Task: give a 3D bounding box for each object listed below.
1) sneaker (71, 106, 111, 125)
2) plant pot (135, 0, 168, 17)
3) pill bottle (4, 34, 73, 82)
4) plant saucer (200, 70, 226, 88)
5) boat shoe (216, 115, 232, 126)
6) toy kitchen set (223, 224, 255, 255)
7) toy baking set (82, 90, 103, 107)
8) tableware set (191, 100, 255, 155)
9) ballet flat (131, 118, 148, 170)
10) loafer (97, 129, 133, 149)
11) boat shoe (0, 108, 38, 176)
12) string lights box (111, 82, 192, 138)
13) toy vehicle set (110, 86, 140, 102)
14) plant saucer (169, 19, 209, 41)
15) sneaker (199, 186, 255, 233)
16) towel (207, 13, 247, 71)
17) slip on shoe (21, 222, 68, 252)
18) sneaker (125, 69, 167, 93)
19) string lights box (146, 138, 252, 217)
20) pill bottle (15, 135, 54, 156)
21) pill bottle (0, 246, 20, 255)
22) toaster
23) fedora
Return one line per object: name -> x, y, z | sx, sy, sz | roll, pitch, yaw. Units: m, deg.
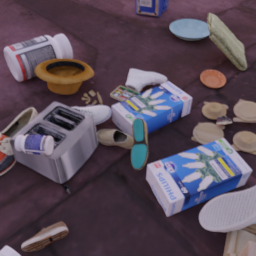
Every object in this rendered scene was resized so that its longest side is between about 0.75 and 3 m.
sneaker -> -1.625, -0.465, 10.443 | 1.984, 0.702, 0.724 | -10, 77, 8
plant pot -> 1.427, -8.188, 17.601 | 1.979, 1.979, 1.779 | 14, 53, 13
pill bottle -> -4.068, -3.308, 12.910 | 2.744, 1.590, 1.590 | -27, 51, -26
plant saucer -> 3.822, -2.178, 12.669 | 1.130, 0.212, 1.130 | 1, 54, -1
boat shoe -> 3.605, -0.303, 10.504 | 0.378, 0.340, 1.051 | -2, 6, 42
toy kitchen set -> 3.511, 2.746, 6.340 | 2.082, 2.303, 2.552 | 17, 46, 15
toy baking set -> -1.444, -1.037, 11.491 | 0.823, 0.125, 1.072 | -18, 75, -26
tableware set -> 3.796, -0.148, 10.573 | 2.370, 0.329, 2.838 | 11, 51, 18
ballet flat -> 0.405, 0.523, 9.095 | 0.594, 0.594, 1.679 | 0, 81, 0
loafer -> -0.487, 0.308, 9.833 | 1.573, 0.537, 0.595 | 9, 61, 25
boat shoe -> -4.063, 0.487, 9.578 | 1.050, 0.923, 2.951 | 22, 50, 17
string lights box -> 0.917, -0.695, 10.808 | 2.806, 0.827, 1.442 | -26, 49, -24
toy vehicle set -> -0.060, -1.371, 11.975 | 1.215, 0.161, 0.755 | 25, 50, 23
plant saucer -> 3.501, -5.454, 15.860 | 2.359, 0.454, 2.359 | 0, 44, 0
sneaker -> 3.193, 2.167, 7.244 | 2.612, 1.070, 0.966 | -26, 39, 19
towel -> 4.729, -4.133, 13.373 | 2.823, 0.515, 2.094 | 38, 42, -24
slip on shoe -> -2.238, 2.886, 7.500 | 1.219, 0.463, 0.369 | -20, 45, -21
sneaker -> 0.755, -1.911, 12.163 | 1.723, 0.635, 0.996 | 13, 71, 15
string lights box -> 2.127, 1.459, 8.641 | 2.819, 0.831, 1.448 | -17, 49, -17
pill bottle -> -2.631, 0.468, 7.867 | 0.949, 0.549, 0.549 | 5, 45, 5
pill bottle -> -3.150, 3.671, 6.317 | 1.022, 1.022, 1.766 | 24, 50, 22
toaster -> -2.300, 0.502, 9.209 | 2.394, 1.420, 2.165 | 23, 50, 21
fedora -> -2.691, -2.117, 11.962 | 2.521, 1.028, 2.521 | 8, 34, -5
